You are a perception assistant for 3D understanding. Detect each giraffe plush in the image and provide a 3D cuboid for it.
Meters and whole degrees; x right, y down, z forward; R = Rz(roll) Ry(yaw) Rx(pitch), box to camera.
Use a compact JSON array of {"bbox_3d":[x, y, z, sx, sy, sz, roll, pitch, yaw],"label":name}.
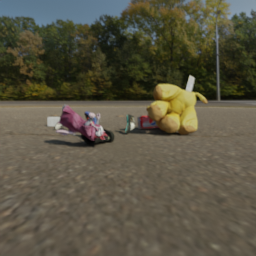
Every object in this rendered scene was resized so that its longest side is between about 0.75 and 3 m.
[{"bbox_3d":[2.001,-0.829,13.427,2.545,2.950,2.392,38,-26,-3],"label":"giraffe plush"}]

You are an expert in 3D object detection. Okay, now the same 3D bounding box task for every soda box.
[{"bbox_3d":[1.427,-0.328,14.937,1.834,0.642,0.581,-4,-7,-25],"label":"soda box"}]

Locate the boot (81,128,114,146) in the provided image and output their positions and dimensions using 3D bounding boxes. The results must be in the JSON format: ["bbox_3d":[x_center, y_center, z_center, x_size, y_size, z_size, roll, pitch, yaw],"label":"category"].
[{"bbox_3d":[-1.360,0.274,10.361,1.478,0.556,1.105,6,9,41],"label":"boot"}]

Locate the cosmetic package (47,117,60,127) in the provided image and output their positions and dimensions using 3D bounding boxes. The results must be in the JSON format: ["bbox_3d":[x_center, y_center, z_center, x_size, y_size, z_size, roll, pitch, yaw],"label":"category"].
[{"bbox_3d":[-4.104,-0.349,16.155,1.021,0.518,0.364,2,6,10],"label":"cosmetic package"}]

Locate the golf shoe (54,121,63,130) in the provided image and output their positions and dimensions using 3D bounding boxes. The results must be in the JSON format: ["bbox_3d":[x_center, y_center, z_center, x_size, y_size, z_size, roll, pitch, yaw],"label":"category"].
[{"bbox_3d":[-3.329,-0.196,14.302,0.432,0.981,0.379,44,-11,19],"label":"golf shoe"}]

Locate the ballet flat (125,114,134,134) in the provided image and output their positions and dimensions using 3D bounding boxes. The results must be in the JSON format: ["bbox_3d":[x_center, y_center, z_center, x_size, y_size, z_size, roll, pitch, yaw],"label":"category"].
[{"bbox_3d":[0.097,-0.184,12.852,0.388,0.385,1.133,7,51,-3],"label":"ballet flat"}]

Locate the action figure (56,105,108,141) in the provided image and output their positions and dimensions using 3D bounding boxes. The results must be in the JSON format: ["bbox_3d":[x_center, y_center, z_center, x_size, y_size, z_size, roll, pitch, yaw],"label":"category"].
[{"bbox_3d":[-1.527,0.000,9.283,1.818,1.354,1.218,31,3,20],"label":"action figure"}]

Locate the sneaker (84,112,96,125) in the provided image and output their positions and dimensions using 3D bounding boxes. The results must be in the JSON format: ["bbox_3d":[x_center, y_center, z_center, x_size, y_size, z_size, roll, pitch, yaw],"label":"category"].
[{"bbox_3d":[-1.510,-0.107,11.373,0.477,1.216,0.458,-20,-10,-32],"label":"sneaker"}]
